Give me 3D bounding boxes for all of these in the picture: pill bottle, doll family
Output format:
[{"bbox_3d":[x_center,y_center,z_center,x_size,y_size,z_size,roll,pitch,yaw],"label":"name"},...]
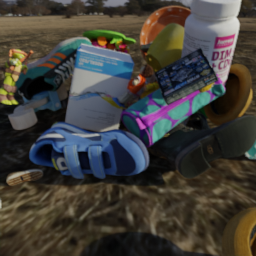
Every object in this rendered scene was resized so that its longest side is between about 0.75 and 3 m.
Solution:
[{"bbox_3d":[2.254,-2.394,7.864,1.428,2.519,1.428,-1,42,1],"label":"pill bottle"},{"bbox_3d":[0.665,-1.050,8.371,1.166,1.606,2.588,45,10,2],"label":"doll family"}]

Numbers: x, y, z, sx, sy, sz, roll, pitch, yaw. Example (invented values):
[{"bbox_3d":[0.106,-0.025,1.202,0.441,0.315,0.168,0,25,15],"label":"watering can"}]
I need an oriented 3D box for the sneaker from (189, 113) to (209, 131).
[{"bbox_3d":[2.082,-0.245,8.397,0.395,0.593,1.035,-37,30,21],"label":"sneaker"}]

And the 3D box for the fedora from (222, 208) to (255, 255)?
[{"bbox_3d":[2.153,1.968,3.628,2.038,0.831,2.038,1,30,0],"label":"fedora"}]

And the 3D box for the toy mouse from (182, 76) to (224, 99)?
[{"bbox_3d":[1.478,-1.168,6.574,1.148,0.222,1.021,-40,54,-16],"label":"toy mouse"}]

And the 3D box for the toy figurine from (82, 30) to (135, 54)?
[{"bbox_3d":[-0.692,-2.342,10.149,2.024,1.863,1.519,-1,6,-36],"label":"toy figurine"}]

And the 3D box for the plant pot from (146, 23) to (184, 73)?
[{"bbox_3d":[1.337,-2.419,9.475,1.232,1.736,1.736,-37,36,-14],"label":"plant pot"}]

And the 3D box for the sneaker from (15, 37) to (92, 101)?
[{"bbox_3d":[-2.300,-1.848,9.158,2.874,1.026,1.148,-32,60,-4],"label":"sneaker"}]

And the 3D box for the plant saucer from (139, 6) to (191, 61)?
[{"bbox_3d":[1.704,-3.285,10.651,2.575,2.575,0.416,1,-2,1],"label":"plant saucer"}]

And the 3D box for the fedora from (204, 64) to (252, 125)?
[{"bbox_3d":[3.258,-0.967,8.777,0.807,1.980,1.980,17,16,-25],"label":"fedora"}]

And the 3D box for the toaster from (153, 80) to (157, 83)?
[{"bbox_3d":[1.223,-1.981,11.739,0.908,1.383,1.530,14,28,22],"label":"toaster"}]

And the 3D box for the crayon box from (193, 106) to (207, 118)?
[{"bbox_3d":[3.022,-1.219,10.715,1.450,0.711,2.442,20,33,36],"label":"crayon box"}]

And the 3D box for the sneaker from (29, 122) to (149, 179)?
[{"bbox_3d":[-0.956,0.641,6.364,2.947,1.090,1.212,5,25,29],"label":"sneaker"}]

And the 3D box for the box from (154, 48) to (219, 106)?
[{"bbox_3d":[1.254,-1.153,6.258,1.217,0.280,0.967,-27,45,15],"label":"box"}]

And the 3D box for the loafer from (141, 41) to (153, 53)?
[{"bbox_3d":[0.964,-3.096,10.457,1.094,0.374,0.414,-13,-6,-18],"label":"loafer"}]

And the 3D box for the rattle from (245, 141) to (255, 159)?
[{"bbox_3d":[4.240,-0.252,7.266,2.840,2.029,1.849,6,39,1],"label":"rattle"}]

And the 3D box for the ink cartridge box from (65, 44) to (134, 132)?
[{"bbox_3d":[-0.918,-1.207,8.619,1.625,2.247,1.654,11,21,-10],"label":"ink cartridge box"}]

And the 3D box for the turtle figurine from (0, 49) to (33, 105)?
[{"bbox_3d":[-3.229,-1.489,7.739,0.654,1.639,2.032,15,5,-15],"label":"turtle figurine"}]

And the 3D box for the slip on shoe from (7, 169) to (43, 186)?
[{"bbox_3d":[-2.324,1.070,6.297,0.763,0.290,0.231,-16,35,-17],"label":"slip on shoe"}]

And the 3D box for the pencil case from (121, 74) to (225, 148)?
[{"bbox_3d":[1.127,-0.619,6.943,2.604,1.108,1.203,-35,1,-16],"label":"pencil case"}]

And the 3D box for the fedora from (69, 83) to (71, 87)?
[{"bbox_3d":[-1.482,-1.467,11.299,1.835,0.748,1.835,4,27,-2],"label":"fedora"}]

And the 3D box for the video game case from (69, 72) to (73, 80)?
[{"bbox_3d":[-1.874,-1.816,10.225,1.599,0.144,1.145,37,10,34],"label":"video game case"}]

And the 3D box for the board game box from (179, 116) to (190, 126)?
[{"bbox_3d":[1.550,-0.927,9.466,1.844,0.569,1.843,-2,52,29],"label":"board game box"}]

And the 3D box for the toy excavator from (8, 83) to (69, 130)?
[{"bbox_3d":[-3.233,-0.931,9.859,2.597,1.297,2.525,-34,37,-31],"label":"toy excavator"}]

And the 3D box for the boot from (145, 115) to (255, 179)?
[{"bbox_3d":[1.618,0.163,7.056,2.560,0.886,2.229,-23,21,-14],"label":"boot"}]
